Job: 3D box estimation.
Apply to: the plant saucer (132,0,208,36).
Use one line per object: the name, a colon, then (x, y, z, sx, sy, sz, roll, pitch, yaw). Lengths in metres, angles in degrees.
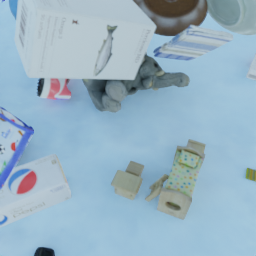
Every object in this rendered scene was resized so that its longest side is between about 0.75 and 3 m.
plant saucer: (1.123, -3.409, 7.495, 2.081, 0.381, 2.081, 0, 70, 1)

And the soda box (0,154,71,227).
soda box: (-2.874, 1.657, 6.724, 2.795, 0.890, 0.952, -20, 55, -15)

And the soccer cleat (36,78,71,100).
soccer cleat: (-2.527, -1.930, 9.664, 1.012, 0.943, 2.764, 14, 39, -26)

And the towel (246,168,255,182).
towel: (3.584, 1.319, 7.509, 0.811, 0.073, 0.349, 16, 54, 11)

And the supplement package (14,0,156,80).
supplement package: (-0.959, -2.040, 6.026, 2.499, 1.461, 1.466, -5, 47, -31)

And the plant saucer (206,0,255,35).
plant saucer: (2.756, -3.494, 7.611, 0.637, 2.537, 2.537, -40, 61, -9)

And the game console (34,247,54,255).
game console: (-1.915, 3.324, 5.877, 0.911, 0.186, 1.544, 8, 54, 6)

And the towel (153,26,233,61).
towel: (1.489, -1.971, 6.690, 1.223, 1.665, 0.198, 1, 85, -23)

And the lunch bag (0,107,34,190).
lunch bag: (-2.482, 0.284, 5.187, 1.455, 0.901, 1.237, 27, 87, 30)

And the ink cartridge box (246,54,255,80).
ink cartridge box: (5.050, -2.054, 9.992, 1.339, 0.299, 1.179, 23, 56, 16)

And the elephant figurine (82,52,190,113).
elephant figurine: (0.110, -1.778, 9.039, 2.933, 2.276, 2.076, -31, 14, -34)

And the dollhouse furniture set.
dollhouse furniture set: (0.874, 0.803, 7.179, 1.935, 1.216, 2.188, 17, 54, 13)

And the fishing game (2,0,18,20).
fishing game: (-2.394, -3.060, 7.069, 0.273, 1.755, 1.256, 9, 83, 50)
